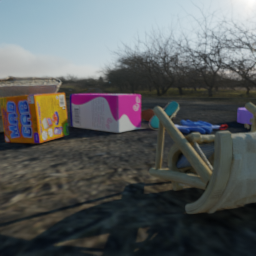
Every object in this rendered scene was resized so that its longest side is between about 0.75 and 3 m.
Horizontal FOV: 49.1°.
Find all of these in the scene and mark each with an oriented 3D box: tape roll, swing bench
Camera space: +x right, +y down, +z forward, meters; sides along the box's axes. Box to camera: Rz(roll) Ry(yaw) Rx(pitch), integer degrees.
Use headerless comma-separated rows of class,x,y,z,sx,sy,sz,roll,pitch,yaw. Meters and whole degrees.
tape roll,6.395,-0.568,13.554,2.072,0.680,2.072,-1,8,0
swing bench,1.730,0.449,4.467,2.155,1.405,2.166,-2,14,-17

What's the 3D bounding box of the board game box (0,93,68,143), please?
board game box,-3.005,-0.352,9.102,1.440,1.441,1.440,0,9,25

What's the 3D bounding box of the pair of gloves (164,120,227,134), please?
pair of gloves,2.748,-0.067,11.515,2.024,0.287,2.517,7,10,42

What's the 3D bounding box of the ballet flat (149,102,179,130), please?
ballet flat,1.507,-0.418,11.986,1.922,0.668,0.668,-39,30,-30

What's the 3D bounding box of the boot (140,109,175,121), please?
boot,1.568,-0.632,14.639,1.749,0.614,1.279,5,3,25

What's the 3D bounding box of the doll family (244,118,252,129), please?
doll family,5.486,-0.149,11.111,0.956,0.649,1.653,2,13,-14

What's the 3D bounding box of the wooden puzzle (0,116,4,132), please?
wooden puzzle,-5.481,-0.389,10.792,1.916,0.357,1.773,-7,46,-34

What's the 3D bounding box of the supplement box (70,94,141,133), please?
supplement box,-0.985,-0.690,11.691,2.839,1.437,1.467,8,11,41

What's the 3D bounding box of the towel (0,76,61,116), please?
towel,-4.161,-1.162,10.578,2.903,0.500,1.924,-9,-27,-40
